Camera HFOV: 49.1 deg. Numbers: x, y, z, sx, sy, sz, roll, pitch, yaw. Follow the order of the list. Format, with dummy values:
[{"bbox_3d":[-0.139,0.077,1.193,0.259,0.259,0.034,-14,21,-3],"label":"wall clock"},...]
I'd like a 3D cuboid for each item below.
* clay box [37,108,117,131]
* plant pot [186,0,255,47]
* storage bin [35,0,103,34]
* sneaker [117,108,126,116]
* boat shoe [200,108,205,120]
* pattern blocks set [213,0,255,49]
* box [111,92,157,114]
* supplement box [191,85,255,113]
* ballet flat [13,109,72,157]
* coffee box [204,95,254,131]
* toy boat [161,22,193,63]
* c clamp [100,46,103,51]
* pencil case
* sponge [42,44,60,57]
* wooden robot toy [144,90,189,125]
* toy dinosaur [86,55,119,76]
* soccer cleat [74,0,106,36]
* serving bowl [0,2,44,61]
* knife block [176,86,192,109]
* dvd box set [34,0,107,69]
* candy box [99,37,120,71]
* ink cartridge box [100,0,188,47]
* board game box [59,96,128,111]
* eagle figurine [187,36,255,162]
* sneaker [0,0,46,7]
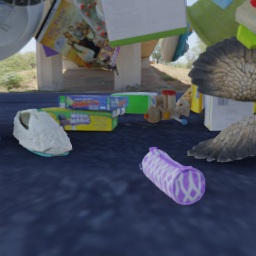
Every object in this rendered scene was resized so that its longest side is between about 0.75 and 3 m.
[{"bbox_3d":[-1.565,-0.281,7.924,2.398,0.571,1.378,2,7,3],"label":"clay box"},{"bbox_3d":[2.930,-3.031,7.177,2.035,2.213,2.213,-40,-17,34],"label":"plant pot"},{"bbox_3d":[-1.451,-3.759,8.357,2.841,1.341,2.862,-3,28,-3],"label":"storage bin"},{"bbox_3d":[-0.568,-0.742,11.459,1.313,0.531,0.759,17,14,42],"label":"sneaker"},{"bbox_3d":[3.203,-0.651,9.554,0.738,0.834,2.279,13,15,38],"label":"boat shoe"},{"bbox_3d":[2.301,-1.734,4.548,1.563,1.779,0.144,-32,-14,-22],"label":"pattern blocks set"},{"bbox_3d":[0.349,-1.186,12.890,1.799,0.870,1.588,3,9,22],"label":"box"},{"bbox_3d":[4.375,-1.474,12.757,2.723,1.482,1.491,0,9,1],"label":"supplement box"},{"bbox_3d":[-1.852,0.005,5.603,0.816,0.816,2.273,-6,11,-36],"label":"ballet flat"},{"bbox_3d":[2.802,-0.536,7.894,1.092,1.094,1.082,1,9,6],"label":"coffee box"},{"bbox_3d":[1.785,-3.134,9.870,1.043,1.887,2.244,16,4,1],"label":"toy boat"},{"bbox_3d":[-1.355,-3.654,11.010,0.198,1.249,1.463,-28,-28,-17],"label":"c clamp"},{"bbox_3d":[0.490,0.518,3.245,0.416,0.424,0.992,-5,11,-18],"label":"pencil case"},{"bbox_3d":[-2.436,-2.813,9.620,0.948,0.529,0.141,-19,45,-7],"label":"sponge"},{"bbox_3d":[0.981,-0.625,9.177,1.111,1.078,2.448,-14,12,-16],"label":"wooden robot toy"},{"bbox_3d":[-0.552,-1.675,7.415,1.101,0.261,0.485,20,-12,-34],"label":"toy dinosaur"},{"bbox_3d":[-0.896,-2.666,6.173,0.607,0.542,1.564,46,-3,26],"label":"soccer cleat"},{"bbox_3d":[-2.832,-2.410,5.744,0.932,2.834,2.834,42,26,18],"label":"serving bowl"},{"bbox_3d":[4.376,-1.369,14.774,2.943,2.584,0.942,-48,18,-7],"label":"knife block"},{"bbox_3d":[-1.338,-2.317,6.962,1.587,1.161,0.233,22,14,-42],"label":"dvd box set"},{"bbox_3d":[-0.681,-3.182,11.266,0.446,1.581,0.922,19,-1,7],"label":"candy box"},{"bbox_3d":[0.221,-2.878,5.450,1.622,2.194,0.831,-9,31,5],"label":"ink cartridge box"},{"bbox_3d":[-0.884,-0.739,7.956,1.342,0.342,1.982,4,8,16],"label":"board game box"},{"bbox_3d":[2.552,-0.345,4.742,2.863,2.160,2.172,11,19,-2],"label":"eagle figurine"},{"bbox_3d":[-1.925,-2.162,4.223,1.557,0.610,0.700,-4,27,-8],"label":"sneaker"}]
